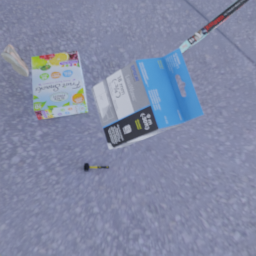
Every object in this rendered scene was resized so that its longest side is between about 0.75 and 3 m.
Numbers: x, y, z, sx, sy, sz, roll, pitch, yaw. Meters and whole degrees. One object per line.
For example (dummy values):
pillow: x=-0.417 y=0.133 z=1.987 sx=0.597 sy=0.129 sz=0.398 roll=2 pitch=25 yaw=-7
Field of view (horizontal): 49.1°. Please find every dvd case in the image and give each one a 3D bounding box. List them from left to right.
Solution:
dvd case: x=2.844 y=-3.459 z=9.447 sx=2.591 sy=1.892 sz=0.285 roll=-39 pitch=94 yaw=2

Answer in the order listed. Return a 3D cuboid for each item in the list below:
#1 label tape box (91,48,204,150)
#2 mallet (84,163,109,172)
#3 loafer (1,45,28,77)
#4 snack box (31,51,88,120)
label tape box: x=0.412 y=-0.805 z=8.182 sx=0.917 sy=2.898 sz=2.090 roll=-6 pitch=75 yaw=-52
mallet: x=-1.161 y=1.477 z=10.174 sx=0.921 sy=0.190 sz=0.303 roll=7 pitch=60 yaw=-1
loafer: x=-3.134 y=-1.891 z=7.994 sx=0.441 sy=1.226 sz=0.385 roll=16 pitch=75 yaw=11
snack box: x=-2.885 y=-1.844 z=11.687 sx=2.042 sy=0.761 sz=2.872 roll=-10 pitch=61 yaw=-6
